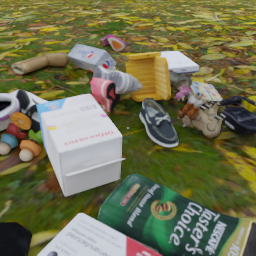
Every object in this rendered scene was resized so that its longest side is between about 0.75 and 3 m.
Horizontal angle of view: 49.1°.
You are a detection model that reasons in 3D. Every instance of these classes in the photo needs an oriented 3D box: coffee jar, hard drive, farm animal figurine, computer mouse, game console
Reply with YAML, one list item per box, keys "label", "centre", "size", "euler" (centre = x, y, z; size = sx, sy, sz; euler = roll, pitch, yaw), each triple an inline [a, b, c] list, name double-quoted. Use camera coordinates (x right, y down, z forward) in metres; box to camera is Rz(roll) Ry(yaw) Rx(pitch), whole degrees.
- label: "coffee jar"
  centre: [0.922, 1.842, 4.561]
  size: [2.737, 1.168, 1.428]
  euler: [18, 37, 26]
- label: "hard drive"
  centre: [2.178, -3.158, 13.369]
  size: [1.503, 0.289, 2.278]
  euler: [-8, 33, -13]
- label: "farm animal figurine"
  centre: [2.098, -0.436, 8.603]
  size: [1.464, 0.911, 1.812]
  euler: [21, 29, -4]
- label: "computer mouse"
  centre: [3.622, -0.367, 8.738]
  size: [1.625, 0.533, 2.314]
  euler: [-14, 29, -18]
- label: "game console"
  centre: [-3.039, 2.308, 4.645]
  size: [2.598, 0.313, 1.533]
  euler: [-1, 32, -4]

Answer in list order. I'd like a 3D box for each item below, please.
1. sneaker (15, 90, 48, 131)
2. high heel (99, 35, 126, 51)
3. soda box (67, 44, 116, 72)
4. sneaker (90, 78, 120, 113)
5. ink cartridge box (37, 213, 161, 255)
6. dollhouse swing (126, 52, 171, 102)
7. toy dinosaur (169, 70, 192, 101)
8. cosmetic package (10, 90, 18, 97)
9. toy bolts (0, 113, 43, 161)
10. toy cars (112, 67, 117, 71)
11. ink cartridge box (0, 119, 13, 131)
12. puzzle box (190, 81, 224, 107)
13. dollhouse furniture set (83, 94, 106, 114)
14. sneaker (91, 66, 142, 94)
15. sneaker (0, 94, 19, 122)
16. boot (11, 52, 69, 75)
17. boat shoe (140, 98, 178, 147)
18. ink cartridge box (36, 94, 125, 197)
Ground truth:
- label: "sneaker"
  centre: [-2.491, -0.445, 8.627]
  size: [1.450, 0.951, 2.519]
  euler: [7, 15, -44]
- label: "high heel"
  centre: [-0.601, -4.838, 15.646]
  size: [1.080, 0.758, 2.251]
  euler: [-33, 30, -26]
- label: "soda box"
  centre: [-1.597, -2.940, 12.037]
  size: [2.386, 0.814, 0.757]
  euler: [28, 80, 45]
- label: "sneaker"
  centre: [-0.626, -0.911, 7.420]
  size: [0.628, 1.447, 0.533]
  euler: [27, 73, 14]
- label: "ink cartridge box"
  centre: [-0.678, 2.602, 3.416]
  size: [1.885, 1.094, 2.612]
  euler: [18, 36, 26]
- label: "dollhouse swing"
  centre: [0.630, -1.636, 9.364]
  size: [1.440, 1.585, 1.393]
  euler: [-5, 19, 7]
- label: "toy dinosaur"
  centre: [1.571, -1.821, 10.413]
  size: [2.426, 0.934, 1.240]
  euler: [30, 16, 26]
- label: "cosmetic package"
  centre: [-3.683, -0.966, 9.772]
  size: [0.946, 0.401, 0.509]
  euler: [22, 43, 30]
- label: "toy bolts"
  centre: [-2.938, 0.280, 7.288]
  size: [1.224, 1.169, 0.849]
  euler: [1, 51, 31]
- label: "toy cars"
  centre: [-0.824, -2.573, 12.333]
  size: [0.822, 0.406, 1.833]
  euler: [-13, 34, -20]
- label: "ink cartridge box"
  centre: [-4.052, -0.205, 8.329]
  size: [1.097, 0.465, 0.799]
  euler: [-24, 38, -17]
- label: "puzzle box"
  centre: [2.796, -1.273, 10.254]
  size: [1.049, 0.201, 1.577]
  euler: [9, 31, -10]
- label: "dollhouse furniture set"
  centre: [-1.001, -0.324, 8.393]
  size: [0.605, 0.801, 1.488]
  euler: [-3, 37, -11]
- label: "sneaker"
  centre: [-0.504, -1.514, 9.749]
  size: [1.037, 0.945, 2.530]
  euler: [9, 11, -34]
- label: "sneaker"
  centre: [-4.123, -0.268, 7.013]
  size: [2.690, 0.975, 1.534]
  euler: [-26, 11, -17]
- label: "boot"
  centre: [-3.914, -2.876, 12.646]
  size: [1.748, 0.660, 1.996]
  euler: [8, 30, 37]
- label: "boat shoe"
  centre: [0.875, -0.209, 8.324]
  size: [0.786, 0.627, 2.080]
  euler: [-9, 34, -22]
- label: "ink cartridge box"
  centre: [-1.114, 0.404, 6.530]
  size: [1.398, 1.362, 2.174]
  euler: [-14, 41, -22]
